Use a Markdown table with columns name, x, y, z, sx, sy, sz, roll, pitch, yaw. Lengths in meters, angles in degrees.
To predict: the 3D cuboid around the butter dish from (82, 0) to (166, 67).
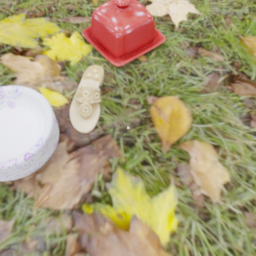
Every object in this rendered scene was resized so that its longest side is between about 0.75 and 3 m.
| name | x | y | z | sx | sy | sz | roll | pitch | yaw |
| --- | --- | --- | --- | --- | --- | --- | --- | --- | --- |
| butter dish | -0.211 | -4.336 | 11.353 | 2.805 | 2.073 | 2.797 | -33 | 63 | -19 |

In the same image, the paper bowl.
| name | x | y | z | sx | sy | sz | roll | pitch | yaw |
| --- | --- | --- | --- | --- | --- | --- | --- | --- | --- |
| paper bowl | -3.643 | 0.246 | 8.759 | 2.919 | 1.518 | 2.919 | 0 | 57 | 0 |

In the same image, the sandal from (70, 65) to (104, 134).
| name | x | y | z | sx | sy | sz | roll | pitch | yaw |
| --- | --- | --- | --- | --- | --- | --- | --- | --- | --- |
| sandal | -1.491 | -1.328 | 10.079 | 1.104 | 0.990 | 3.010 | 6 | 58 | 4 |
